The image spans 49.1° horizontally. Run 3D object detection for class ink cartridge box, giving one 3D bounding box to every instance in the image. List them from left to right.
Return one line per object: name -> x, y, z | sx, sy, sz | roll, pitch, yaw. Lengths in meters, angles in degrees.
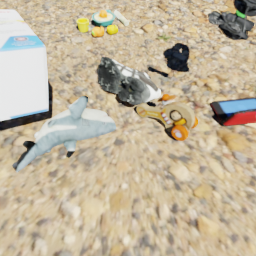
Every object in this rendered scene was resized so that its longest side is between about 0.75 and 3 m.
ink cartridge box -> -3.112, -1.534, 6.561 | 1.725, 1.717, 2.351 | -15, 45, -28

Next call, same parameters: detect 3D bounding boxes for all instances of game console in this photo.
game console -> 3.754, -0.696, 8.683 | 1.793, 1.545, 1.064 | -7, 73, -6

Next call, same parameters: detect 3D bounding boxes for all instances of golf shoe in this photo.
golf shoe -> -0.036, -1.603, 9.701 | 1.328, 1.093, 2.811 | -4, 36, -39

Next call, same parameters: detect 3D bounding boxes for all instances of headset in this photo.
headset -> 2.768, -2.992, 7.073 | 1.184, 1.556, 2.519 | 26, 47, 6

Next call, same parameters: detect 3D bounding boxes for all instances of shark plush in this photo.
shark plush -> -1.799, 0.240, 7.851 | 2.978, 1.353, 1.240 | -33, 85, -33

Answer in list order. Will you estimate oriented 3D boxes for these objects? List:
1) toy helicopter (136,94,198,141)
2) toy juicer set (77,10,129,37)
toy helicopter -> 1.039, -0.486, 8.351 | 2.001, 1.323, 0.789 | 13, 45, 39
toy juicer set -> -0.937, -5.015, 13.010 | 1.662, 0.711, 2.612 | 35, 55, 29
